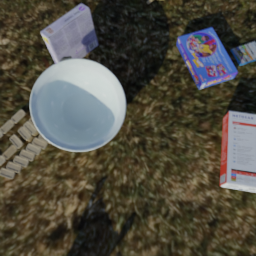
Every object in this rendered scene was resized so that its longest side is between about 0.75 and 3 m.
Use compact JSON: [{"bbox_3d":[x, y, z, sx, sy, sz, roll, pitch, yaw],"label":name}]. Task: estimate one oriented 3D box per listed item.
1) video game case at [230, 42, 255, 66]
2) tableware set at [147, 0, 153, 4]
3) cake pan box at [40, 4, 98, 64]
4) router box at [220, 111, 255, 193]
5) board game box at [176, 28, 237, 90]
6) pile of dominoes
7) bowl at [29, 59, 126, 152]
[{"bbox_3d":[4.585,-2.857,10.760,1.061,0.094,0.759,-19,71,-8],"label":"video game case"},{"bbox_3d":[1.759,-6.238,11.851,1.802,0.546,2.726,18,64,19],"label":"tableware set"},{"bbox_3d":[-1.967,-3.180,9.975,1.910,1.759,0.500,-43,68,-14],"label":"cake pan box"},{"bbox_3d":[4.458,0.865,9.005,2.732,0.667,2.452,9,69,4],"label":"router box"},{"bbox_3d":[2.894,-2.617,10.455,1.432,0.477,2.131,-18,70,-7],"label":"board game box"},{"bbox_3d":[-3.701,0.583,9.412,1.689,0.345,2.167,43,83,15],"label":"pile of dominoes"},{"bbox_3d":[-1.575,-0.628,9.103,2.917,1.311,2.917,1,81,-7],"label":"bowl"}]
